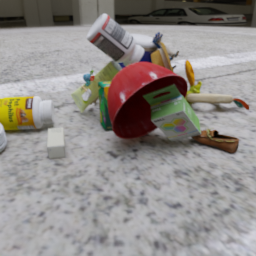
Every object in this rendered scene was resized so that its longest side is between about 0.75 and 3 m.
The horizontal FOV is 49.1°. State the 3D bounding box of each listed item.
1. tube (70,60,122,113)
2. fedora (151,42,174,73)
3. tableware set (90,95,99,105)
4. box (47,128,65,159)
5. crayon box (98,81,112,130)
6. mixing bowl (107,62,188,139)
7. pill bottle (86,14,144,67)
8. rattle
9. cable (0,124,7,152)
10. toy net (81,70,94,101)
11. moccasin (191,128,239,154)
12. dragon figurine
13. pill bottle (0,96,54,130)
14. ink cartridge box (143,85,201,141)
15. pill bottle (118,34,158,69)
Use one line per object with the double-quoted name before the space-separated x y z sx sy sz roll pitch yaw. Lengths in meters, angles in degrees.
"tube" -1.311 -1.686 11.326 2.515 0.653 0.730 -36 37 26
"fedora" 1.294 -2.435 10.665 0.657 1.612 1.612 -19 23 11
"tableware set" -1.412 -1.545 12.491 0.173 1.243 1.488 29 23 1
"box" -2.367 0.481 9.251 0.550 0.457 1.338 -5 27 -11
"crayon box" 0.284 -1.027 10.886 2.801 1.664 0.816 -9 24 -19
"mixing bowl" 0.382 -1.090 9.065 2.755 2.755 1.492 -16 57 -30
"pill bottle" -0.435 -3.078 10.186 1.939 1.123 1.123 34 13 -26
"rattle" 3.922 -1.857 12.397 2.792 1.994 1.818 4 -8 28
"cable" -5.113 0.410 9.047 2.174 0.753 2.174 -3 26 -7
"toy net" -1.525 -1.628 10.950 0.664 1.266 0.244 -14 -21 29
"moccasin" 2.848 0.298 9.395 0.624 0.658 1.705 -23 34 -39
"dragon figurine" 1.432 -2.875 11.907 1.173 2.359 0.694 28 51 23
"pill bottle" -3.971 -0.557 10.509 2.237 1.222 1.222 -3 26 -6
"ink cartridge box" 1.437 -0.388 8.987 1.096 2.111 0.626 -16 53 27
"pill bottle" 0.329 -2.624 12.730 1.678 2.900 1.678 6 30 -4
